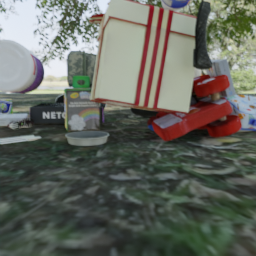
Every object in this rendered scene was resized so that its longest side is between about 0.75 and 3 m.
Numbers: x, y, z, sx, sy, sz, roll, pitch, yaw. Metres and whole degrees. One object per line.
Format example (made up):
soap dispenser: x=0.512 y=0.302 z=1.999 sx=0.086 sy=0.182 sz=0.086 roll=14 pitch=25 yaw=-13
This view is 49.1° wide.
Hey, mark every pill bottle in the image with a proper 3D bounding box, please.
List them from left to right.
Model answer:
pill bottle: x=-3.447 y=-1.805 z=8.806 sx=1.433 sy=1.433 sz=2.573 roll=-1 pitch=6 yaw=-6
pill bottle: x=1.129 y=-3.176 z=6.323 sx=0.798 sy=0.798 sz=1.424 roll=0 pitch=-1 yaw=1

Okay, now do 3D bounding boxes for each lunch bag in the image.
lunch bag: x=-1.405 y=-2.002 z=9.876 sx=1.473 sy=1.224 sz=1.757 roll=-2 pitch=5 yaw=-13
lunch bag: x=3.903 y=-0.409 z=8.711 sx=1.954 sy=0.738 sz=1.565 roll=2 pitch=30 yaw=-10

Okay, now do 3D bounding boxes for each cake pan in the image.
cake pan: x=-1.042 y=0.263 z=7.164 sx=1.112 sy=0.204 sz=1.112 roll=0 pitch=9 yaw=0

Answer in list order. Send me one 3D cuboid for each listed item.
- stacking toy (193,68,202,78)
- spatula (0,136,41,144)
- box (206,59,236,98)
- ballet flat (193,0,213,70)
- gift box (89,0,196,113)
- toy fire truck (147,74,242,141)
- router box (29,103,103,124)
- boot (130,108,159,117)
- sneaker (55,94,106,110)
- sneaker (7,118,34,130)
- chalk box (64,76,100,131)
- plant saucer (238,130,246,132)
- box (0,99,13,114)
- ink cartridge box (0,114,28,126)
stacking toy: x=2.442 y=-1.298 z=10.354 sx=1.821 sy=1.330 sz=1.330 roll=45 pitch=-18 yaw=-32
spatula: x=-2.906 y=0.290 z=7.411 sx=1.027 sy=0.083 sz=0.714 roll=-6 pitch=12 yaw=-36
box: x=2.750 y=-1.524 z=8.481 sx=0.281 sy=1.065 sz=1.366 roll=-18 pitch=13 yaw=4
ballet flat: x=1.757 y=-2.168 z=6.386 sx=0.471 sy=1.659 sz=0.551 roll=5 pitch=17 yaw=13
gift box: x=0.200 y=-1.965 z=7.949 sx=2.734 sy=2.766 sz=2.963 roll=8 pitch=3 yaw=-18
toy fire truck: x=1.734 y=-0.452 z=8.248 sx=2.324 sy=1.552 sz=2.768 roll=-21 pitch=12 yaw=-3
router box: x=-2.326 y=-0.609 z=11.140 sx=2.683 sy=0.685 sz=2.001 roll=-1 pitch=9 yaw=-5
boot: x=1.290 y=-0.694 z=11.386 sx=2.373 sy=0.945 sz=2.880 roll=-2 pitch=13 yaw=0
sneaker: x=-2.628 y=-1.382 z=14.949 sx=2.840 sy=1.038 sz=1.589 roll=1 pitch=8 yaw=1
sneaker: x=-3.680 y=-0.162 z=9.498 sx=0.524 sy=0.343 sz=0.907 roll=2 pitch=10 yaw=33
chalk box: x=-1.542 y=-0.824 z=9.216 sx=1.080 sy=1.736 sz=1.075 roll=-2 pitch=7 yaw=-16
plant saucer: x=3.547 y=-0.126 z=9.333 sx=1.251 sy=0.314 sz=1.251 roll=0 pitch=9 yaw=0
box: x=-6.279 y=-0.760 z=11.665 sx=2.607 sy=0.838 sz=0.913 roll=-9 pitch=13 yaw=-43
ink cartridge box: x=-4.536 y=-0.295 z=10.364 sx=1.509 sy=0.333 sz=1.537 roll=-2 pitch=7 yaw=-16
